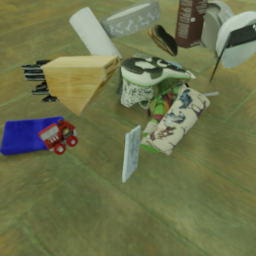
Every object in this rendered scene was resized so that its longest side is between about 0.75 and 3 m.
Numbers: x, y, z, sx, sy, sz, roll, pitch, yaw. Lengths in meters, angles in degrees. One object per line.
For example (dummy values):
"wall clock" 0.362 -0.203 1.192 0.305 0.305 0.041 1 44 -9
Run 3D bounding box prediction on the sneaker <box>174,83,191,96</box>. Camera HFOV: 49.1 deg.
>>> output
"sneaker" 2.011 -1.420 10.217 1.627 0.634 0.570 28 14 23

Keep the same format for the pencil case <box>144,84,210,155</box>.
"pencil case" 1.049 -0.138 6.221 0.716 0.623 1.600 38 93 16

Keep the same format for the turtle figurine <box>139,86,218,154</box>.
"turtle figurine" 1.258 -0.316 7.484 1.566 2.177 2.111 -14 43 54

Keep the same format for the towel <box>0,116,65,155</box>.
"towel" -3.495 0.203 10.400 2.257 0.559 1.667 -8 40 -10

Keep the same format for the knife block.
"knife block" -1.860 -1.662 8.202 2.408 2.744 0.878 41 43 -2

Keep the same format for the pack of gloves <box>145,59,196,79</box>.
"pack of gloves" 1.261 -2.082 10.448 1.967 0.388 1.653 0 34 -16

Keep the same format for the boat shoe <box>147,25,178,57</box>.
"boat shoe" 1.047 -2.606 8.439 0.452 1.225 0.463 -3 59 45

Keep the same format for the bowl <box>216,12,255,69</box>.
"bowl" 3.861 -3.227 9.859 2.145 2.145 0.964 -22 58 -24

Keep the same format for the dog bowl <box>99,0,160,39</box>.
"dog bowl" 0.076 -3.707 9.555 2.206 0.647 2.206 -16 27 9

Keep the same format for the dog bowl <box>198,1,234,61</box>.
"dog bowl" 3.605 -4.065 11.622 0.719 2.453 2.453 -25 44 -8

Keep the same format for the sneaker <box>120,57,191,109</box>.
"sneaker" 0.580 -1.022 6.641 0.956 1.102 2.487 38 31 29

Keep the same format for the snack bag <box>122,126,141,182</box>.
"snack bag" 0.071 0.627 6.946 0.139 1.227 1.301 9 12 14

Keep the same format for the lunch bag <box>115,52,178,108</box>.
"lunch bag" 1.143 -2.069 12.328 2.724 1.601 2.234 21 38 12

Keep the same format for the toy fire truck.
"toy fire truck" -1.786 0.196 7.311 0.919 0.772 0.516 -35 41 -20

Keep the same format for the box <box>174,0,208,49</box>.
"box" 2.420 -4.158 10.865 0.971 1.939 0.727 -27 45 -35

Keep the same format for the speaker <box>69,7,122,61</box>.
"speaker" -1.033 -2.824 8.994 0.785 1.933 0.785 -35 8 5

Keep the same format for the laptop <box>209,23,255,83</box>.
"laptop" 3.277 -2.253 8.177 1.844 0.952 1.634 -10 28 31
